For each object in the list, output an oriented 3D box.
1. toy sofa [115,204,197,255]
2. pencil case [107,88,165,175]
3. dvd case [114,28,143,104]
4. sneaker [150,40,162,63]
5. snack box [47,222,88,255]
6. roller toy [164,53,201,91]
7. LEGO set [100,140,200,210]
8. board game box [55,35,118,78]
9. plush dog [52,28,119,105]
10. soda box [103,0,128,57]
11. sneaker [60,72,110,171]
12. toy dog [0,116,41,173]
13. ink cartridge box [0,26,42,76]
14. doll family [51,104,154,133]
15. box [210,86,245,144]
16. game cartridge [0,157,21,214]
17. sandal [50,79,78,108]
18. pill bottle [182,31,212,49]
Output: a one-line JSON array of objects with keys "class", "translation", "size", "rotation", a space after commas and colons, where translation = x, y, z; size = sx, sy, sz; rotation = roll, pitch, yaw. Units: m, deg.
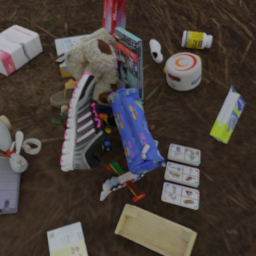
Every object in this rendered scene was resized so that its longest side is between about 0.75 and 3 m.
[{"class": "toy sofa", "translation": [0.663, 2.527, 6.752], "size": [1.812, 0.884, 0.750], "rotation": [19, 77, 15]}, {"class": "pencil case", "translation": [0.158, 0.053, 6.870], "size": [0.855, 0.952, 2.192], "rotation": [-18, 73, -2]}, {"class": "dvd case", "translation": [0.023, -1.748, 7.910], "size": [0.203, 1.842, 1.344], "rotation": [-17, 37, -20]}, {"class": "sneaker", "translation": [1.069, -3.086, 11.133], "size": [0.385, 0.491, 0.988], "rotation": [-24, 80, 29]}, {"class": "snack box", "translation": [-1.366, 3.017, 6.535], "size": [0.824, 0.263, 1.419], "rotation": [-14, 51, -11]}, {"class": "roller toy", "translation": [2.034, -2.044, 10.387], "size": [1.389, 0.970, 1.267], "rotation": [-7, 51, 8]}, {"class": "LEGO set", "translation": [0.500, 1.211, 7.909], "size": [2.910, 0.714, 2.174], "rotation": [12, 40, 6]}, {"class": "board game box", "translation": [-1.583, -3.083, 11.556], "size": [2.614, 0.527, 2.000], "rotation": [-11, 51, -9]}, {"class": "plush dog", "translation": [-0.938, -1.532, 8.128], "size": [1.825, 1.954, 2.275], "rotation": [-25, 26, 12]}, {"class": "soda box", "translation": [-0.468, -3.253, 9.134], "size": [0.561, 1.768, 0.619], "rotation": [-11, 31, -28]}, {"class": "sneaker", "translation": [-0.860, -0.074, 6.313], "size": [0.990, 0.835, 2.264], "rotation": [10, 94, -6]}, {"class": "toy dog", "translation": [-3.400, 0.293, 7.697], "size": [1.863, 0.898, 1.229], "rotation": [30, 55, 4]}, {"class": "ink cartridge box", "translation": [-4.779, -3.196, 11.447], "size": [1.488, 0.841, 2.031], "rotation": [26, 54, 20]}, {"class": "doll family", "translation": [-0.680, -0.110, 8.321], "size": [2.964, 1.163, 1.713], "rotation": [-13, 24, -9]}, {"class": "box", "translation": [2.582, -0.311, 7.165], "size": [0.316, 0.809, 1.328], "rotation": [25, 91, 34]}, {"class": "game cartridge", "translation": [-4.250, 1.546, 7.467], "size": [2.555, 0.490, 1.656], "rotation": [0, 44, -14]}, {"class": "sandal", "translation": [-1.711, -1.461, 9.906], "size": [2.475, 0.668, 0.994], "rotation": [-32, 43, -30]}, {"class": "pill bottle", "translation": [2.944, -3.755, 12.043], "size": [1.190, 0.669, 0.669], "rotation": [8, 50, 7]}]
